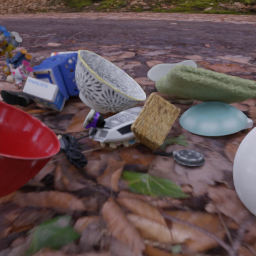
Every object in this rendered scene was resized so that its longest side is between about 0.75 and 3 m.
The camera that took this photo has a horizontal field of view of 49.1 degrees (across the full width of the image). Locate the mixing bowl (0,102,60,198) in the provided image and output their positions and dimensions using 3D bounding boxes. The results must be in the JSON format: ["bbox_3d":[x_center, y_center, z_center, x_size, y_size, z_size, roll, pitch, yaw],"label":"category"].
[{"bbox_3d":[-2.632,0.431,5.126,2.427,1.315,2.427,26,12,-6],"label":"mixing bowl"}]

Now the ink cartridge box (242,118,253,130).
[{"bbox_3d":[3.264,-0.201,9.069,1.118,0.319,0.909,-15,31,-15],"label":"ink cartridge box"}]

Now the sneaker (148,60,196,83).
[{"bbox_3d":[1.827,-2.332,12.274,2.329,0.861,0.954,-12,-6,-20],"label":"sneaker"}]

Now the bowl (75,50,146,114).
[{"bbox_3d":[-0.835,-1.330,9.565,2.709,1.271,2.709,32,21,-14],"label":"bowl"}]

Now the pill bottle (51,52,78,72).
[{"bbox_3d":[-2.961,-3.392,14.395,1.812,0.993,0.993,-4,28,-6],"label":"pill bottle"}]

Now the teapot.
[{"bbox_3d":[3.360,0.561,5.337,2.734,2.023,2.770,-14,31,-6],"label":"teapot"}]

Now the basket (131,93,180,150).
[{"bbox_3d":[0.666,-0.162,7.668,0.935,0.896,1.256,31,74,-2],"label":"basket"}]

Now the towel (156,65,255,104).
[{"bbox_3d":[2.567,-1.309,9.290,2.983,0.544,2.213,12,-8,-10],"label":"towel"}]

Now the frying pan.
[{"bbox_3d":[1.405,0.686,7.397,0.784,0.211,1.296,-15,27,-43],"label":"frying pan"}]

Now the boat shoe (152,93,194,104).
[{"bbox_3d":[1.719,-1.307,10.807,1.641,0.589,0.621,2,27,4],"label":"boat shoe"}]

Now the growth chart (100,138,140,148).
[{"bbox_3d":[-0.007,0.152,8.480,1.842,0.163,1.333,-8,30,-14],"label":"growth chart"}]

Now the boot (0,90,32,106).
[{"bbox_3d":[-4.061,-1.299,11.004,1.447,0.501,1.260,17,29,15],"label":"boot"}]

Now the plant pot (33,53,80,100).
[{"bbox_3d":[-2.616,-1.888,10.723,1.597,1.597,1.436,5,31,37],"label":"plant pot"}]

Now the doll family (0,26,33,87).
[{"bbox_3d":[-4.140,-2.496,9.936,1.321,2.128,0.959,-25,12,28],"label":"doll family"}]

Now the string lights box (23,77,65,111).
[{"bbox_3d":[-2.677,-1.068,9.165,0.912,0.523,1.775,18,-8,-1],"label":"string lights box"}]

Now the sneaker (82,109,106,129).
[{"bbox_3d":[-0.880,-0.126,7.471,0.525,0.367,1.056,25,-18,-10],"label":"sneaker"}]

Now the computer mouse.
[{"bbox_3d":[-0.472,0.182,7.782,2.947,0.646,1.616,-22,24,-26],"label":"computer mouse"}]

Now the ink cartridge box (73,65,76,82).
[{"bbox_3d":[-1.907,-2.602,12.671,0.995,0.978,1.352,4,22,-5],"label":"ink cartridge box"}]

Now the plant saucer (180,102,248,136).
[{"bbox_3d":[2.723,-0.436,9.035,2.119,0.408,2.119,-7,27,4],"label":"plant saucer"}]
